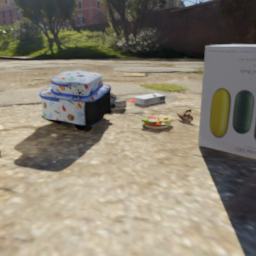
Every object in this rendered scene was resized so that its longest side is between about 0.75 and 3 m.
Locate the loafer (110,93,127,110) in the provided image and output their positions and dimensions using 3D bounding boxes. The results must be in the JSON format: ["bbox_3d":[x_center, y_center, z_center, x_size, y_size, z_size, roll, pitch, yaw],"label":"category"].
[{"bbox_3d":[-1.449,-1.490,13.620,2.964,0.932,1.066,8,19,25],"label":"loafer"}]

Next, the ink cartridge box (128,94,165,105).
[{"bbox_3d":[0.950,-1.590,14.950,1.614,0.352,1.401,-15,24,-39],"label":"ink cartridge box"}]

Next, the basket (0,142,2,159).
[{"bbox_3d":[-5.022,-0.285,6.601,2.962,2.936,2.382,5,14,18],"label":"basket"}]

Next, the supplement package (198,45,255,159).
[{"bbox_3d":[3.654,-0.910,8.326,2.253,2.968,2.236,13,22,36],"label":"supplement package"}]

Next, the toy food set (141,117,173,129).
[{"bbox_3d":[1.090,-0.225,10.685,1.130,0.275,1.118,10,20,27],"label":"toy food set"}]

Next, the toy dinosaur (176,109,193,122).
[{"bbox_3d":[2.317,-0.485,11.372,0.596,0.449,0.879,-28,51,-26],"label":"toy dinosaur"}]

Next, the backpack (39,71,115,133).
[{"bbox_3d":[-2.074,-1.106,10.720,2.514,2.033,2.640,0,18,17],"label":"backpack"}]
